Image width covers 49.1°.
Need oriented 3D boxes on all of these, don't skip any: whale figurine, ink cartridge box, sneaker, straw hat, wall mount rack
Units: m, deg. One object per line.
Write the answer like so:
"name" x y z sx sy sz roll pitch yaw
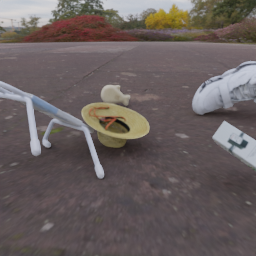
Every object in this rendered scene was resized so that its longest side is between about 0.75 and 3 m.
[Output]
"whale figurine" -0.464 -1.168 10.233 1.058 0.842 0.549 16 12 -8
"ink cartridge box" 2.089 0.355 5.145 0.962 0.399 0.705 39 5 29
"sneaker" 3.449 -1.171 8.864 2.726 1.024 1.567 -30 25 -4
"straw hat" -0.373 0.074 6.951 1.709 0.723 1.709 12 29 -7
"wall mount rack" -1.641 0.046 5.788 2.375 1.019 2.733 15 -11 42
